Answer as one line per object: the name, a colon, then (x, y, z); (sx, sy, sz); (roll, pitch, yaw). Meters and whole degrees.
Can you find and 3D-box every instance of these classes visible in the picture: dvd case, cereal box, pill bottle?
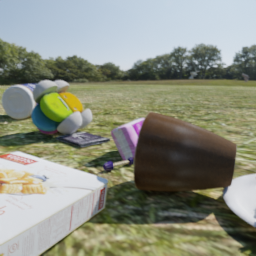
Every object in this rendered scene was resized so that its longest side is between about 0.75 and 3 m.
dvd case: (-1.495, 0.367, 9.143); (1.125, 0.121, 1.513); (-10, 15, -42)
cereal box: (-1.901, 1.056, 3.748); (2.108, 0.579, 2.930); (13, 13, 24)
pill bottle: (-5.008, -1.445, 14.404); (1.607, 1.607, 2.896); (1, 11, 7)

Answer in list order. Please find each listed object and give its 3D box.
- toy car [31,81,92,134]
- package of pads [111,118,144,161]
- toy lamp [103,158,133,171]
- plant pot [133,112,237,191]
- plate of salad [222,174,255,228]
toy car: (-2.583, -0.538, 10.088); (1.709, 1.995, 2.280); (-39, 0, 16)
package of pads: (0.168, 0.273, 7.583); (0.546, 0.869, 1.442); (-22, 1, 28)
toy lamp: (-0.234, 0.844, 6.517); (0.776, 0.226, 0.226); (-10, 15, -39)
plant pot: (1.085, 0.534, 5.100); (1.596, 1.491, 1.491); (8, 13, 18)
plate of salad: (2.896, 1.068, 4.294); (2.741, 0.658, 2.741); (-1, 11, 0)
